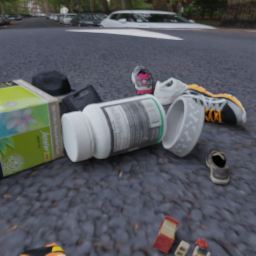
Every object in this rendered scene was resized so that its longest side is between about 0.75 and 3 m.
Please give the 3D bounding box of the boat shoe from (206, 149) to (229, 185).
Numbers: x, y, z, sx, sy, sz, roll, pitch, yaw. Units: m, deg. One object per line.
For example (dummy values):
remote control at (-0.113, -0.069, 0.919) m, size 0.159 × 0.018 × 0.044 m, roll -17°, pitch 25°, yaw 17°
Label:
boat shoe at (2.494, 0.924, 7.663) m, size 0.571 × 0.562 × 1.532 m, roll 2°, pitch 25°, yaw 5°

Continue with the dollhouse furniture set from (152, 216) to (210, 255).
dollhouse furniture set at (1.019, 2.183, 5.296) m, size 0.998 × 0.406 × 0.537 m, roll 25°, pitch 31°, yaw 12°

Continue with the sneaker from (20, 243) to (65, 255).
sneaker at (-1.790, 2.394, 4.642) m, size 1.527 × 0.534 × 0.687 m, roll -11°, pitch 19°, yaw -30°

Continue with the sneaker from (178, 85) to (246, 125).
sneaker at (3.096, -0.707, 10.780) m, size 1.145 × 1.161 × 2.965 m, roll -36°, pitch 39°, yaw -22°

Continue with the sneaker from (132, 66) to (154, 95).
sneaker at (0.799, -2.697, 14.623) m, size 1.096 × 1.015 × 2.719 m, roll -4°, pitch 31°, yaw -3°

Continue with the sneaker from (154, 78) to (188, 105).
sneaker at (2.334, -1.751, 12.910) m, size 2.581 × 1.034 × 0.908 m, roll -13°, pitch 26°, yaw -28°

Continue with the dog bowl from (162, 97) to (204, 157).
dog bowl at (1.567, -0.084, 8.392) m, size 0.540 × 1.842 × 1.842 m, roll 15°, pitch 23°, yaw -11°

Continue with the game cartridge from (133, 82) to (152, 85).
game cartridge at (0.797, -2.476, 15.458) m, size 0.951 × 0.194 × 0.633 m, roll 8°, pitch 23°, yaw 17°

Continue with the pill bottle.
pill bottle at (-0.424, -0.005, 8.389) m, size 2.861 × 1.618 × 1.618 m, roll -13°, pitch 28°, yaw -27°

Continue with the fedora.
fedora at (-3.642, -1.971, 13.131) m, size 2.647 × 1.209 × 2.647 m, roll 0°, pitch 25°, yaw 0°

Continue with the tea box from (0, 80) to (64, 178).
tea box at (-3.802, -0.069, 8.212) m, size 2.772 × 1.883 × 2.818 m, roll -19°, pitch 31°, yaw -35°

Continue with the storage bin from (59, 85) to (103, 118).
storage bin at (-1.610, -0.615, 9.479) m, size 1.137 × 0.788 × 1.682 m, roll -30°, pitch -6°, yaw -24°

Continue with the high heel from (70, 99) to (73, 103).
high heel at (-2.448, -0.779, 11.825) m, size 0.312 × 0.444 × 0.924 m, roll -6°, pitch 43°, yaw 25°
